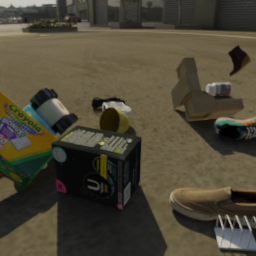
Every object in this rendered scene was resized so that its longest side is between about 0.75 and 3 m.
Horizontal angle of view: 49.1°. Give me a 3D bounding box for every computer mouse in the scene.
[{"bbox_3d":[-0.647,-0.752,12.027,1.543,0.617,2.814,-1,19,-14],"label":"computer mouse"}]

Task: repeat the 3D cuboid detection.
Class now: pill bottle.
[{"bbox_3d":[4.676,-1.984,14.508,1.168,0.677,0.677,-1,25,-1],"label":"pill bottle"}]

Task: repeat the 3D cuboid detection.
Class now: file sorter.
[{"bbox_3d":[2.275,2.166,5.857,0.786,0.489,0.545,1,25,4],"label":"file sorter"}]

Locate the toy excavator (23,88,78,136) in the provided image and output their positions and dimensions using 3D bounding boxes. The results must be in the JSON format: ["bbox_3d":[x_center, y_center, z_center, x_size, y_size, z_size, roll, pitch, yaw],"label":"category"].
[{"bbox_3d":[-3.250,0.216,8.977,2.976,1.487,2.894,-41,7,0],"label":"toy excavator"}]

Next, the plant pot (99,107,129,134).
[{"bbox_3d":[-0.423,-0.168,10.370,1.114,1.114,0.791,24,12,41],"label":"plant pot"}]

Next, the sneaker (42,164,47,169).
[{"bbox_3d":[-2.672,0.770,8.665,0.440,0.629,1.264,1,24,2],"label":"sneaker"}]

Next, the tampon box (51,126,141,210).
[{"bbox_3d":[-0.781,0.958,7.266,1.953,1.464,1.233,10,27,20],"label":"tampon box"}]

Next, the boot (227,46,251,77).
[{"bbox_3d":[3.349,-2.095,8.806,0.671,0.807,0.292,49,16,3],"label":"boot"}]

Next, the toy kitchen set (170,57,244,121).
[{"bbox_3d":[3.247,-1.525,12.228,2.194,2.432,1.984,-6,-16,-12],"label":"toy kitchen set"}]

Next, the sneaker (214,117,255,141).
[{"bbox_3d":[4.207,0.122,10.026,2.147,0.766,0.858,1,30,11],"label":"sneaker"}]

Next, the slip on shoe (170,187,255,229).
[{"bbox_3d":[2.238,1.702,6.515,2.499,0.757,0.950,10,27,20],"label":"slip on shoe"}]

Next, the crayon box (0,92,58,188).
[{"bbox_3d":[-3.290,0.250,7.747,2.533,0.738,1.504,40,44,-4],"label":"crayon box"}]
